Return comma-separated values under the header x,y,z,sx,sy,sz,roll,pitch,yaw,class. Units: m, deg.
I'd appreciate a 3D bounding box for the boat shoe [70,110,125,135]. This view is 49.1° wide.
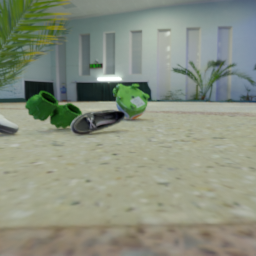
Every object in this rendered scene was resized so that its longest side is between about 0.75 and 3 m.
x,y,z,sx,sy,sz,roll,pitch,yaw,class
-1.106,-0.309,10.790,2.322,0.776,0.662,-18,5,-41,boat shoe

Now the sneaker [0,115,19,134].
x,y,z,sx,sy,sz,roll,pitch,yaw,class
-5.054,-0.435,10.379,2.128,0.853,0.748,22,-35,-12,sneaker

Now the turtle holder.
x,y,z,sx,sy,sz,roll,pitch,yaw,class
-0.043,-1.476,16.292,2.315,1.644,1.759,23,54,5,turtle holder

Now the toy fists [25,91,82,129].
x,y,z,sx,sy,sz,roll,pitch,yaw,class
-3.091,-0.682,11.578,1.173,0.792,2.302,-41,-40,23,toy fists
